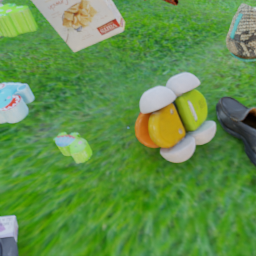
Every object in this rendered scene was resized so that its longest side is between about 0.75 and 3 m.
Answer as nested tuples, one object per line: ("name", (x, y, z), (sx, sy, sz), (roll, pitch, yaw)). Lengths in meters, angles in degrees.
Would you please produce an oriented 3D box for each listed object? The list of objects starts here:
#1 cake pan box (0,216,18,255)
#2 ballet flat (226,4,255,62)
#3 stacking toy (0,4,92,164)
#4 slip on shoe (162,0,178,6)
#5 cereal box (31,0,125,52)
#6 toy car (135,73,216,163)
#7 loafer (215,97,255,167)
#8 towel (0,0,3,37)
("cake pan box", (-2.977, 2.527, 5.058), (1.873, 0.490, 1.725), (-2, 41, -13))
("ballet flat", (2.687, -1.653, 4.089), (2.631, 0.991, 0.892), (-13, 44, -14))
("stacking toy", (-1.815, -0.313, 3.345), (2.537, 1.913, 0.596), (3, 47, 22))
("slip on shoe", (1.139, -3.825, 7.713), (2.906, 0.889, 1.077), (5, 31, 22))
("cereal box", (-1.630, -3.728, 8.349), (2.017, 2.803, 0.554), (-14, 49, 26))
("toy car", (1.154, -0.262, 7.746), (2.282, 1.997, 1.711), (-32, 13, -32))
("loafer", (3.468, -0.156, 7.909), (1.068, 1.061, 2.935), (-12, 41, -12))
("towel", (-3.782, -2.053, 5.561), (1.984, 1.026, 2.396), (6, 39, 1))
